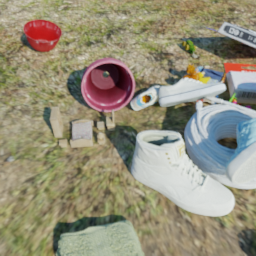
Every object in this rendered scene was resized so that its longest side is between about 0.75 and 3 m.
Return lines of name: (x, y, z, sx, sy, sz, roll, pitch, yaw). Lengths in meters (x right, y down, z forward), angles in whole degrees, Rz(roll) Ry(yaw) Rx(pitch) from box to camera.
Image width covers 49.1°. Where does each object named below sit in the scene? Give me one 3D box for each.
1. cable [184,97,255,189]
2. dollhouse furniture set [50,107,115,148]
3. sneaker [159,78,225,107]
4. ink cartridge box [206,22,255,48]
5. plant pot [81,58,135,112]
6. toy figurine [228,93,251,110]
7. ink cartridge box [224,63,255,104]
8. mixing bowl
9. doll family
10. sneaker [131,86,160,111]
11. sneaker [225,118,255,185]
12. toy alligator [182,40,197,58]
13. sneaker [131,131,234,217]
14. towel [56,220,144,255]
cable: (3.065, 0.439, 8.178, 2.860, 0.990, 2.860, 19, 46, 17)
dollhouse furniture set: (-1.389, -0.058, 8.748, 1.929, 0.854, 1.000, -4, 45, -3)
sneaker: (2.086, -1.319, 9.455, 2.237, 0.817, 0.792, -10, 82, 14)
ink cartridge box: (5.360, -4.063, 12.563, 2.802, 0.614, 2.828, -8, 37, -46)
plant pot: (-0.781, -1.685, 10.080, 1.826, 1.826, 1.635, -6, 26, -7)
toy figurine: (3.879, -0.698, 9.806, 0.845, 0.689, 0.918, 35, 11, 11)
ink cartridge box: (5.199, -2.028, 11.110, 2.436, 0.855, 2.998, 6, 47, 6)
mixing bowl: (-4.023, -4.205, 13.171, 1.705, 0.924, 1.705, 10, 51, -12)
doll family: (2.859, -1.907, 10.670, 1.487, 1.079, 2.396, 17, 45, 18)
sneaker: (0.801, -1.092, 9.978, 1.514, 0.611, 0.579, -36, 98, -34)
sneaker: (3.051, 0.391, 6.992, 2.639, 0.976, 1.081, -31, 39, -28)
toy alligator: (2.981, -3.814, 13.248, 0.493, 0.357, 1.487, -2, 42, -19)
sneaker: (1.373, 1.058, 7.013, 2.846, 1.644, 1.048, 21, 45, 19)
towel: (-0.395, 3.006, 5.564, 1.836, 0.452, 2.475, -11, 39, -17)
